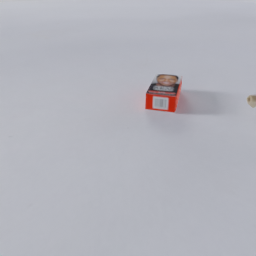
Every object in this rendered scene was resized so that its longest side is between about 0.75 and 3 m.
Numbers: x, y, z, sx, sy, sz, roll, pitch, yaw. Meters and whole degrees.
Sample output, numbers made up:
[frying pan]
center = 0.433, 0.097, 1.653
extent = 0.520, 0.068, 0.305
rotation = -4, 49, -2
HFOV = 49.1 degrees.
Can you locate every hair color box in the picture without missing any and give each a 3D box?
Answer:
[hair color box]
center = 1.314, -1.305, 10.038
extent = 1.047, 0.631, 2.062
rotation = 7, 30, 12

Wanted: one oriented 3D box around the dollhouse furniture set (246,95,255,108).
[dollhouse furniture set]
center = 4.708, -0.532, 8.576
extent = 1.214, 1.355, 1.711
rotation = 14, 52, -16
